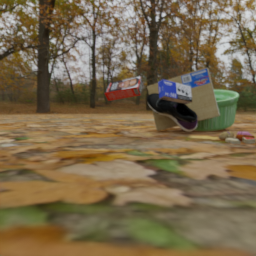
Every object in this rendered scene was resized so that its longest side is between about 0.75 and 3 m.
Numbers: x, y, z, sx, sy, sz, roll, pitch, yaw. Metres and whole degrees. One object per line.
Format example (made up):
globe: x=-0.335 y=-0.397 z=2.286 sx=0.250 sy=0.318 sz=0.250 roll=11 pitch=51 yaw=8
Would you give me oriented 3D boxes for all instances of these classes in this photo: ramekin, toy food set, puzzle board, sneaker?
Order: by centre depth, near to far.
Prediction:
toy food set: x=3.453 y=0.280 z=8.753 sx=1.034 sy=0.256 sz=1.627 roll=0 pitch=4 yaw=-1
sneaker: x=1.793 y=-0.886 z=11.253 sx=2.392 sy=0.906 sz=1.047 roll=34 pitch=-17 yaw=22
puzzle board: x=2.298 y=-1.170 z=11.989 sx=2.749 sy=2.071 sz=0.239 roll=-14 pitch=-7 yaw=25
ramekin: x=3.654 y=-0.855 z=13.159 sx=2.857 sy=1.395 sz=2.857 roll=-5 pitch=17 yaw=2

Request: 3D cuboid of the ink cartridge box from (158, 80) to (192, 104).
ink cartridge box: x=1.758 y=-1.319 z=10.411 sx=1.383 sy=0.650 sz=0.306 roll=8 pitch=-18 yaw=-31

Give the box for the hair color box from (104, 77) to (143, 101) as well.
hair color box: x=-0.125 y=-1.189 z=8.552 sx=1.099 sy=0.336 sz=0.558 roll=-8 pitch=42 yaw=23
